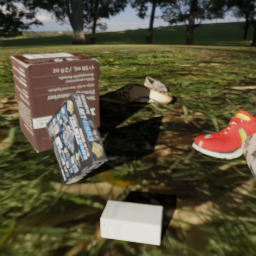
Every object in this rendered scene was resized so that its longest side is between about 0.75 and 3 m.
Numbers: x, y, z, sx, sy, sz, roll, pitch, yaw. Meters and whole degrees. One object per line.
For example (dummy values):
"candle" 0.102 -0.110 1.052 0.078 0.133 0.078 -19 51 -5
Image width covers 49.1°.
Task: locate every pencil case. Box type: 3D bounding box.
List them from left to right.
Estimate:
"pencil case" 3.563 0.889 6.924 1.039 0.904 2.323 -11 18 15

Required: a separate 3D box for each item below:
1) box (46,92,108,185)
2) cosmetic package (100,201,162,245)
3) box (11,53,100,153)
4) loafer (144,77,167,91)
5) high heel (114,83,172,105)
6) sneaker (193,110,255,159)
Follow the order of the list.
"box" -1.224 0.284 6.312 0.402 1.618 1.605 -8 -20 -41
"cosmetic package" 0.083 1.761 5.262 1.090 0.462 0.586 5 20 11
"box" -2.402 -1.019 9.383 2.247 2.708 2.224 -13 25 -29
"loafer" 1.521 -2.428 15.998 0.721 0.631 2.006 -10 23 -25
"high heel" 0.754 -1.573 13.264 2.569 0.917 1.831 2 13 -20
"sneaker" 3.219 0.096 8.495 2.971 1.262 1.144 -10 23 -24
